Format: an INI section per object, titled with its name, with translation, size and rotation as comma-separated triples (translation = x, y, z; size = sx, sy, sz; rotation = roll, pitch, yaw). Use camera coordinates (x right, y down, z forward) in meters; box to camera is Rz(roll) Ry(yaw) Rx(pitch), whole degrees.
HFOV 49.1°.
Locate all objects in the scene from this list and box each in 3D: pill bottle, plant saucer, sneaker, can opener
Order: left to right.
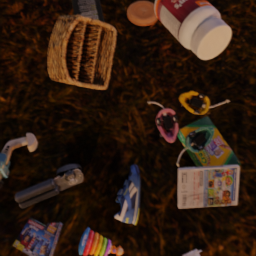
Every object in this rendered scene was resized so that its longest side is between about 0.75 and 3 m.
[can opener]
translation = -2.786, 2.019, 10.041
size = 2.426, 0.647, 0.811
rotation = -21, 34, -9
[sneaker]
translation = 0.007, 2.255, 9.738
size = 0.859, 0.773, 2.089
rotation = 4, 64, 4
[plant saucer]
translation = 0.744, -5.687, 13.769
size = 1.595, 0.257, 1.595
rotation = 0, 65, 1
[pill bottle]
translation = 1.944, -3.312, 8.637
size = 1.377, 1.377, 2.514
rotation = -23, 57, -11

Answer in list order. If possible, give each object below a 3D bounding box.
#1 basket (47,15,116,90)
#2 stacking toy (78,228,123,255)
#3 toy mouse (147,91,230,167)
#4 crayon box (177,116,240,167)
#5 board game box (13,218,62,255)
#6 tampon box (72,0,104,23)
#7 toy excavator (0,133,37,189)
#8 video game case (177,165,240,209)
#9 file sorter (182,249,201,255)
[basket]
translation = -1.355, -2.200, 8.165
size = 1.455, 1.394, 1.954
rotation = 15, 97, 24
[stacking toy]
translation = -0.842, 3.854, 9.078
size = 1.446, 0.794, 0.839
rotation = 19, 63, -4
[toy mouse]
translation = 1.620, 0.029, 8.304
size = 2.518, 0.487, 2.238
rotation = 11, 87, -14
[crayon box]
translation = 2.960, 0.784, 10.486
size = 1.286, 0.631, 2.166
rotation = -25, 67, -11
[board game box]
translation = -2.848, 3.611, 9.283
size = 1.313, 0.405, 1.313
rotation = 25, 66, 12
[tampon box]
translation = -1.755, -4.788, 12.646
size = 1.251, 1.486, 1.982
rotation = -10, 65, -5
[toy excavator]
translation = -4.662, 1.087, 10.206
size = 2.165, 1.112, 2.227
rotation = 7, 56, 2
[video game case]
translation = 2.751, 2.038, 9.656
size = 2.079, 0.187, 1.489
rotation = -3, 105, -1
[file sorter]
translation = 2.056, 4.651, 8.494
size = 1.061, 0.953, 1.530
rotation = -20, 67, -9
